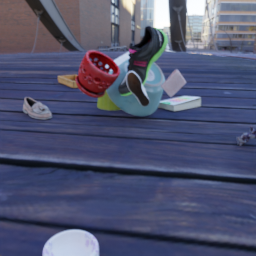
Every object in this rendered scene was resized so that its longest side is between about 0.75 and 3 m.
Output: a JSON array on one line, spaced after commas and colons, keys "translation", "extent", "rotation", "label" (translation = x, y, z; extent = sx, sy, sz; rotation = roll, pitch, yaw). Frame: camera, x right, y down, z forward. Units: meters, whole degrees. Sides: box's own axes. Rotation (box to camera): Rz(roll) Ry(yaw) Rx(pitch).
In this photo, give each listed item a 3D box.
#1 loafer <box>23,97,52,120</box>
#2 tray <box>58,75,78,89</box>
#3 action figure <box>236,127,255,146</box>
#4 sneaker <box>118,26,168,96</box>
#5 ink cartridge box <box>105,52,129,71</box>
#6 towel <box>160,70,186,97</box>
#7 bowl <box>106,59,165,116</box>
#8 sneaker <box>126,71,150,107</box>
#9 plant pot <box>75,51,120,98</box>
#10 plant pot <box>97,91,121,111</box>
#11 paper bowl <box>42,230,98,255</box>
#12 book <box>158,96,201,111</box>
[{"translation": [-3.725, -0.795, 11.256], "extent": [0.678, 0.593, 1.885], "rotation": [-17, 26, -41], "label": "loafer"}, {"translation": [-3.419, -2.966, 17.810], "extent": [1.255, 0.471, 2.544], "rotation": [-12, 22, -31], "label": "tray"}, {"translation": [3.622, 0.197, 8.184], "extent": [0.726, 0.387, 1.116], "rotation": [-46, 10, -33], "label": "action figure"}, {"translation": [0.281, -2.160, 9.047], "extent": [1.028, 2.453, 0.941], "rotation": [29, 1, -34], "label": "sneaker"}, {"translation": [-0.129, -2.622, 12.691], "extent": [1.176, 0.543, 2.158], "rotation": [37, 44, 9], "label": "ink cartridge box"}, {"translation": [1.463, -1.423, 9.053], "extent": [0.770, 0.735, 0.124], "rotation": [36, 12, -51], "label": "towel"}, {"translation": [0.452, -1.803, 10.842], "extent": [2.430, 1.271, 2.430], "rotation": [15, 53, -20], "label": "bowl"}, {"translation": [0.189, -0.923, 6.473], "extent": [0.331, 0.909, 0.385], "rotation": [-25, 29, 6], "label": "sneaker"}, {"translation": [-1.081, -1.738, 9.311], "extent": [1.266, 1.153, 1.266], "rotation": [26, 36, -21], "label": "plant pot"}, {"translation": [-0.692, -1.688, 12.458], "extent": [1.410, 1.507, 1.410], "rotation": [0, 19, 0], "label": "plant pot"}, {"translation": [-0.792, 1.828, 3.926], "extent": [0.760, 0.395, 0.760], "rotation": [0, 19, 0], "label": "paper bowl"}, {"translation": [2.262, -1.096, 12.580], "extent": [1.699, 0.408, 1.135], "rotation": [-15, 21, -34], "label": "book"}]
